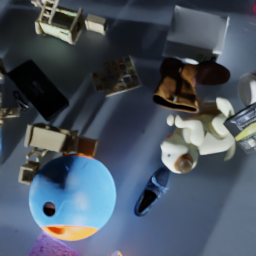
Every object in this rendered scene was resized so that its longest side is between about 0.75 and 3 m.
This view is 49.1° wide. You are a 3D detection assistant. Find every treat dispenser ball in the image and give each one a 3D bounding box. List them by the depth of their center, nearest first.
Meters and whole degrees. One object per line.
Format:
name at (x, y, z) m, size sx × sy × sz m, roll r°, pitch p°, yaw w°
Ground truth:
treat dispenser ball at (-1.586, 1.955, 8.130) m, size 2.433 × 2.433 × 2.433 m, roll 0°, pitch 72°, yaw 0°

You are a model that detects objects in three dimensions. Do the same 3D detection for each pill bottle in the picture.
pill bottle at (5.250, -1.483, 9.793) m, size 2.434 × 1.269 × 1.269 m, roll -12°, pitch 73°, yaw -4°

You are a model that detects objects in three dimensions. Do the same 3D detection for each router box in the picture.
router box at (3.592, -0.066, 7.806) m, size 1.154 × 1.468 × 0.383 m, roll 52°, pitch 47°, yaw 1°

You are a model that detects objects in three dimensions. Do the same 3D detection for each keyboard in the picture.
keyboard at (-3.462, -1.285, 10.252) m, size 1.509 × 0.322 × 2.513 m, roll -39°, pitch 75°, yaw -18°

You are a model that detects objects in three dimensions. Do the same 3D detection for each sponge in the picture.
sponge at (-2.260, 3.926, 8.620) m, size 1.467 × 0.219 × 0.818 m, roll 28°, pitch 74°, yaw 9°

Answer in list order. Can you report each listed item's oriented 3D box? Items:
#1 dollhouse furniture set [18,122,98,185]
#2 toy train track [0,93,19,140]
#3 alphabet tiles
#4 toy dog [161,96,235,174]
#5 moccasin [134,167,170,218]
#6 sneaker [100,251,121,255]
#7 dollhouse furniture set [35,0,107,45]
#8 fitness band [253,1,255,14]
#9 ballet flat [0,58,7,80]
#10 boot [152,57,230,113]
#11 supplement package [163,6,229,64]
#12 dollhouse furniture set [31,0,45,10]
dollhouse furniture set at (-2.190, 1.028, 9.308) m, size 2.213 × 1.231 × 1.958 m, roll 13°, pitch 97°, yaw 4°
toy train track at (-4.711, 0.039, 9.737) m, size 1.660 × 0.471 × 2.895 m, roll -7°, pitch 73°, yaw -2°
alphabet tiles at (-0.517, -1.944, 10.578) m, size 1.665 × 0.063 × 1.392 m, roll -17°, pitch 73°, yaw -6°
toy dog at (2.134, 0.421, 9.148) m, size 2.463 × 1.718 × 2.388 m, roll -35°, pitch 112°, yaw -11°
moccasin at (0.840, 2.084, 8.995) m, size 0.731 × 0.620 × 1.818 m, roll 28°, pitch 74°, yaw 8°
sneaker at (-0.622, 4.854, 8.086) m, size 1.067 × 0.878 × 2.319 m, roll -7°, pitch 65°, yaw 5°
dollhouse furniture set at (-2.194, -4.109, 10.186) m, size 2.394 × 2.118 × 1.331 m, roll 18°, pitch 74°, yaw 7°
fitness band at (6.134, -4.889, 11.202) m, size 2.071 × 0.387 × 1.487 m, roll 1°, pitch 66°, yaw 9°
ballet flat at (-5.300, -2.825, 10.606) m, size 0.778 × 0.535 × 2.310 m, roll -29°, pitch 75°, yaw -9°
boot at (2.181, -1.415, 9.144) m, size 2.545 × 0.926 × 2.704 m, roll 17°, pitch 37°, yaw -1°
supplement package at (2.489, -3.380, 10.477) m, size 2.011 × 1.115 × 1.566 m, roll 15°, pitch 73°, yaw 5°
dollhouse furniture set at (-3.750, -5.307, 11.606) m, size 0.991 × 0.484 × 0.845 m, roll 24°, pitch 71°, yaw 32°
